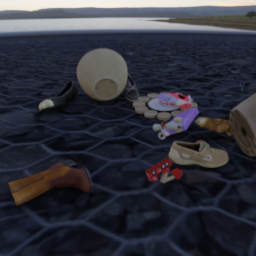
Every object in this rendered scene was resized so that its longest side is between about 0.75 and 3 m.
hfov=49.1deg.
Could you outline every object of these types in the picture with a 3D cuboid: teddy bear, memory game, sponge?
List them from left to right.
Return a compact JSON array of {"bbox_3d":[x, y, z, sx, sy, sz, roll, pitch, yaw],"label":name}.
[{"bbox_3d":[1.600,-0.993,12.338,2.832,0.180,2.832,-2,27,1],"label":"memory game"},{"bbox_3d":[1.909,-0.219,10.176,0.934,0.250,1.674,-23,10,36],"label":"sponge"},{"bbox_3d":[3.156,-0.053,9.866,1.583,0.529,1.148,7,2,-18],"label":"teddy bear"}]

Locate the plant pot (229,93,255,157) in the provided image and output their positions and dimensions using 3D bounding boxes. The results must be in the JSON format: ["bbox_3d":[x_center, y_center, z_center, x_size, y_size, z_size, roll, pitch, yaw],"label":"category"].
[{"bbox_3d":[4.498,-0.244,8.486,2.294,2.644,2.644,-18,26,-2],"label":"plant pot"}]

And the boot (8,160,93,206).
[{"bbox_3d":[-1.889,1.392,6.829,1.748,0.599,1.646,-18,31,-32],"label":"boot"}]

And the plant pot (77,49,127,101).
[{"bbox_3d":[-1.090,-2.141,12.614,2.372,2.372,1.593,-4,38,-9],"label":"plant pot"}]

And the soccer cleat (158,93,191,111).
[{"bbox_3d":[1.969,-1.257,11.910,0.563,0.646,1.689,-25,35,-35],"label":"soccer cleat"}]

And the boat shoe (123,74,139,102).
[{"bbox_3d":[0.014,-2.038,13.774,0.668,0.569,1.998,-20,43,-2],"label":"boat shoe"}]

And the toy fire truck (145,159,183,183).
[{"bbox_3d":[0.905,1.144,7.037,0.932,0.657,0.227,-29,27,-22],"label":"toy fire truck"}]

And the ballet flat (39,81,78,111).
[{"bbox_3d":[-3.133,-1.391,12.460,0.950,0.812,2.858,-11,18,20],"label":"ballet flat"}]

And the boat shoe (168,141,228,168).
[{"bbox_3d":[2.077,0.705,7.944,1.843,0.595,0.657,3,28,-18],"label":"boat shoe"}]

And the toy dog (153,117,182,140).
[{"bbox_3d":[1.303,-0.004,8.821,0.954,0.629,0.459,-28,15,4],"label":"toy dog"}]
